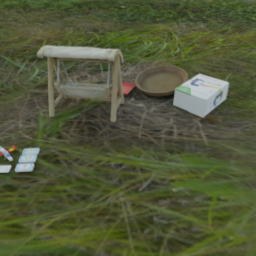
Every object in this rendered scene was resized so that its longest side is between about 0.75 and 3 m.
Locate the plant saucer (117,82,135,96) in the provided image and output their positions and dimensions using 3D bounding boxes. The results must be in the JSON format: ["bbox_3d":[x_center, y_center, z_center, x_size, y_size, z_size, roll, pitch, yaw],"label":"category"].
[{"bbox_3d":[-0.311,-1.905,13.553,1.054,0.194,1.056,15,39,20],"label":"plant saucer"}]

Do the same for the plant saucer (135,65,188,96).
[{"bbox_3d":[1.613,-2.277,13.617,2.549,0.375,2.549,-7,39,6],"label":"plant saucer"}]

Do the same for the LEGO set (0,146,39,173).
[{"bbox_3d":[-3.936,0.973,9.326,1.669,0.410,1.247,-2,32,-3],"label":"LEGO set"}]

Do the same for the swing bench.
[{"bbox_3d":[-1.736,-1.972,11.324,2.858,2.873,1.864,6,35,9],"label":"swing bench"}]

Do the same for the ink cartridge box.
[{"bbox_3d":[3.217,-1.479,12.324,1.522,0.917,2.095,27,41,33],"label":"ink cartridge box"}]
